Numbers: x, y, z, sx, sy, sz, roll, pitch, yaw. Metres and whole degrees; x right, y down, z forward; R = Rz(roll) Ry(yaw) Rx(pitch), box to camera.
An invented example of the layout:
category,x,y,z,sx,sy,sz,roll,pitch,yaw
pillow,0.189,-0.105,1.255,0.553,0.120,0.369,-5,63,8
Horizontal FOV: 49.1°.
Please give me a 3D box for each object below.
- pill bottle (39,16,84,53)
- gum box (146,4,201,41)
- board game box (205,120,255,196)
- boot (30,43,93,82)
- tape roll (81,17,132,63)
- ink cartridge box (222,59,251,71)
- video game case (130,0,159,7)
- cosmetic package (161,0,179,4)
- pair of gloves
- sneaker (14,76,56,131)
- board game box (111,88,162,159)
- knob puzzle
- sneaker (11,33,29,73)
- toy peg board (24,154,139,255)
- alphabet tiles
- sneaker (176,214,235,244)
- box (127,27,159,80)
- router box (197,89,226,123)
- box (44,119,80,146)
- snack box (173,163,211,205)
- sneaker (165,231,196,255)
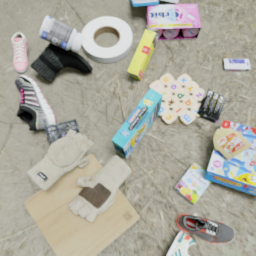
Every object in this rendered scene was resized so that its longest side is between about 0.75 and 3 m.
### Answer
category,x,y,z,sx,sy,sz,roll,pitch,yaw
pill bottle,-2.617,-3.662,11.143,1.612,0.917,0.917,22,68,-15
gum box,2.016,-4.954,13.144,2.479,0.820,1.407,-2,68,-1
board game box,4.352,1.107,10.284,2.391,0.682,2.442,16,59,19
boot,-2.847,-2.594,12.095,2.249,0.846,1.681,34,87,-12
tape roll,-0.989,-4.113,13.004,2.425,0.443,2.425,0,67,1
ink cartridge box,4.878,-2.831,12.606,1.164,0.216,0.551,0,67,3
video game case,0.738,-6.156,13.544,1.201,0.149,1.678,-6,35,-2
cosmetic package,1.824,-6.749,13.499,1.519,0.937,1.524,15,34,6
pair of gloves,-1.504,1.501,9.155,2.739,0.480,2.329,35,61,1
sneaker,-4.035,-0.965,11.277,1.199,1.011,2.741,-26,73,-32
board game box,0.370,-0.092,10.443,0.553,1.779,2.357,34,77,12
knob puzzle,3.665,0.512,10.260,1.340,0.186,1.340,-4,55,6
sneaker,-4.858,-3.411,12.457,0.681,0.946,1.809,-2,69,-3
toy peg board,-1.521,2.890,9.663,2.746,1.343,2.735,-36,75,-13
alphabet tiles,2.079,-1.251,11.945,2.344,0.175,2.397,-37,73,-17
sneaker,2.712,3.494,9.643,2.053,0.841,0.791,12,68,5
box,0.665,-3.182,12.089,0.528,0.793,2.106,24,87,14
router box,3.476,-0.919,11.642,0.875,0.299,1.173,28,66,-2
box,-2.527,0.291,10.986,1.263,0.275,1.012,-15,104,-6
snack box,2.452,2.080,10.495,0.917,0.342,1.289,39,72,13
sneaker,1.664,4.384,9.400,0.805,0.606,1.721,29,67,17
